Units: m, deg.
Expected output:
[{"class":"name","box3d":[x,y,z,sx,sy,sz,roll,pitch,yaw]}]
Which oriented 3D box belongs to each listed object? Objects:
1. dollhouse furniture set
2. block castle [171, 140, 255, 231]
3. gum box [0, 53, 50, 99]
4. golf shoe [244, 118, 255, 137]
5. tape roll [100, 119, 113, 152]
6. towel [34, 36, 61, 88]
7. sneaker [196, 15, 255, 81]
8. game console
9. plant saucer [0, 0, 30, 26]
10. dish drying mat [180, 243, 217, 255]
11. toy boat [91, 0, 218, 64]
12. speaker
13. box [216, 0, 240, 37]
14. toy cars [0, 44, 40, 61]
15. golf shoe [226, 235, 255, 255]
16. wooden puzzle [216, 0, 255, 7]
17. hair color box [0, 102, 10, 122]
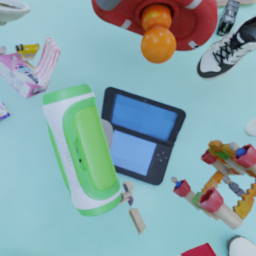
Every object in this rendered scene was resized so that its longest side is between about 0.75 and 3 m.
[{"class":"dollhouse furniture set","box3d":[-0.097,1.684,5.522,0.674,0.753,0.950,-17,58,-21]},{"class":"block castle","box3d":[1.344,0.771,4.341,0.781,1.664,1.112,42,83,1]},{"class":"gum box","box3d":[-2.712,-1.337,7.197,1.273,0.421,0.722,41,34,5]},{"class":"golf shoe","box3d":[3.307,-0.220,6.355,1.434,0.697,0.561,-21,54,31]},{"class":"tape roll","box3d":[-0.871,0.373,6.478,0.421,1.273,1.273,20,72,-32]},{"class":"towel","box3d":[-1.936,-1.577,6.553,0.193,1.288,0.942,17,111,-34]},{"class":"sneaker","box3d":[2.480,-1.967,6.457,2.266,0.993,0.857,-36,77,24]},{"class":"game console","box3d":[0.159,0.281,7.788,2.339,1.384,1.997,18,74,6]},{"class":"plant saucer","box3d":[-2.964,-2.418,5.643,1.847,1.847,0.463,19,117,5]},{"class":"dish drying mat","box3d":[1.403,2.590,5.555,0.102,1.125,0.432,-21,67,-28]},{"class":"toy boat","box3d":[0.636,-2.247,5.999,2.859,1.866,1.869,9,73,-33]},{"class":"speaker","box3d":[-0.833,0.405,5.188,1.017,1.017,2.299,-16,99,-4]},{"class":"box","box3d":[3.271,-3.577,9.191,0.387,0.735,0.898,18,76,4]},{"class":"toy cars","box3d":[-2.985,-1.897,7.151,1.798,0.806,0.398,0,105,15]},{"class":"golf shoe","box3d":[3.393,3.730,7.061,0.846,0.965,2.191,-32,76,-7]},{"class":"wooden puzzle","box3d":[3.451,-5.027,9.543,1.814,0.338,1.679,-4,99,0]},{"class":"hair color box","box3d":[-4.106,-0.374,8.547,0.834,0.270,0.456,-32,77,-7]}]
